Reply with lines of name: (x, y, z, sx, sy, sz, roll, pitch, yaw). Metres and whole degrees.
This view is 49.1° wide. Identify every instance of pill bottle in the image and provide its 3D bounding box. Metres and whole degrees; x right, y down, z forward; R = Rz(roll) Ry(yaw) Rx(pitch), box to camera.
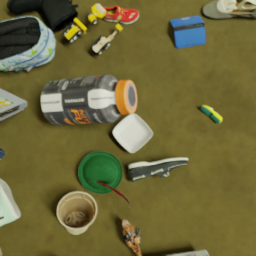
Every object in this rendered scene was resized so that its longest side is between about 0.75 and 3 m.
pill bottle: (-1.223, -0.904, 9.133, 2.933, 1.558, 1.558, -2, 76, 23)

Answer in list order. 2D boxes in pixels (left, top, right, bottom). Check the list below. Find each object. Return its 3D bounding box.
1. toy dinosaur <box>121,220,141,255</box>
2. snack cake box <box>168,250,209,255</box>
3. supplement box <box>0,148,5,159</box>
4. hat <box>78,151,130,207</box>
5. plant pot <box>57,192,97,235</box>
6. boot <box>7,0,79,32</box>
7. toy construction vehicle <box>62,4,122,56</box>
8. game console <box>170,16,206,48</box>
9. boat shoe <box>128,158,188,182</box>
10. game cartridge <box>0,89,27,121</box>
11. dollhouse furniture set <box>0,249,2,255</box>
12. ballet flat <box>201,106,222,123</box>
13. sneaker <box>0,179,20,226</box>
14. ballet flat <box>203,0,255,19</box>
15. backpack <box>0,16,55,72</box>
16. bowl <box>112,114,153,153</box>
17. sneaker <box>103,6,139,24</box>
toy dinosaur: (0.104, 3.571, 8.933, 0.657, 0.872, 1.285, -4, 77, -2)
snack cake box: (1.525, 4.565, 8.570, 2.050, 0.689, 1.179, -8, 103, -2)
supplement box: (-6.117, 0.845, 9.093, 2.610, 1.754, 2.612, 39, 80, 8)
hat: (-0.717, 1.488, 8.951, 1.753, 1.543, 1.452, 17, 81, -8)
plant pot: (-1.619, 2.803, 8.863, 1.202, 1.101, 1.202, 6, 51, -7)
boot: (-3.234, -4.575, 10.846, 2.337, 0.865, 1.915, -34, 85, -5)
toy construction vehicle: (-1.320, -3.610, 10.614, 1.565, 0.633, 1.797, 42, 88, -2)
game console: (2.332, -3.772, 10.991, 1.223, 0.723, 1.044, -9, 46, -2)
boat shoe: (1.035, 1.422, 9.519, 2.059, 0.779, 0.621, -11, 76, 10)
game cartridge: (-4.698, -0.778, 9.300, 1.567, 2.351, 0.476, 22, 114, 7)
dollhouse furniture set: (-4.208, 4.633, 8.624, 1.412, 1.000, 1.537, -22, 78, -5)
ballet flat: (3.046, -0.538, 10.197, 0.912, 0.305, 0.306, 42, 59, 6)
sneaker: (-4.331, 2.504, 9.340, 0.902, 0.563, 1.530, -30, 76, -2)
ballet flat: (4.208, -4.749, 10.863, 2.499, 0.796, 0.842, 2, 77, 1)
backpack: (-3.825, -3.013, 10.040, 2.382, 1.832, 1.943, -17, 66, 27)
bowl: (0.148, 0.216, 9.924, 1.149, 0.430, 1.151, -42, 81, -9)
sneaker: (-0.301, -4.432, 10.877, 1.468, 0.623, 0.565, -1, 77, 0)
